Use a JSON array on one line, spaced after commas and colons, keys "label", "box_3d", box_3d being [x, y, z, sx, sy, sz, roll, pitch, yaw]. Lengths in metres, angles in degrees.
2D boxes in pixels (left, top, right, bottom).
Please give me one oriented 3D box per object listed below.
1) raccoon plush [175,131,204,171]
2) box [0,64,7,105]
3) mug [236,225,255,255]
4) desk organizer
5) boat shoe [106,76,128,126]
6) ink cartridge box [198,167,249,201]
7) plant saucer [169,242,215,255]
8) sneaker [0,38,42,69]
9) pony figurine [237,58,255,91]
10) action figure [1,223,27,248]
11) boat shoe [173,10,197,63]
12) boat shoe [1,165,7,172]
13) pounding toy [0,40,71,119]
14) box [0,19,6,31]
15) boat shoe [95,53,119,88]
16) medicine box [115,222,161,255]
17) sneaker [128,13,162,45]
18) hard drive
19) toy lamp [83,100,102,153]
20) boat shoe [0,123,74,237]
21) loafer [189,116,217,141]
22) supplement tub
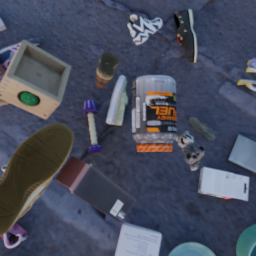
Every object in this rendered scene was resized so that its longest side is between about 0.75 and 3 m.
[{"label": "raccoon plush", "box_3d": [1.786, 0.720, 8.605, 0.621, 1.284, 0.860, -20, 53, -19]}, {"label": "box", "box_3d": [-5.541, -2.262, 11.595, 0.911, 1.218, 2.432, -37, 74, -13]}, {"label": "mug", "box_3d": [4.312, 4.147, 9.054, 2.206, 1.364, 1.813, -23, 89, 0]}, {"label": "desk organizer", "box_3d": [-0.805, 1.672, 7.456, 0.858, 2.228, 0.799, 18, 68, 44]}, {"label": "boat shoe", "box_3d": [-0.357, -1.100, 11.516, 0.661, 0.767, 2.130, 16, 79, -10]}, {"label": "ink cartridge box", "box_3d": [3.539, 2.116, 10.411, 1.712, 0.431, 0.933, 12, 70, 3]}, {"label": "plant saucer", "box_3d": [2.157, 4.886, 9.431, 1.928, 0.346, 1.928, 0, 70, -1]}, {"label": "sneaker", "box_3d": [-4.690, -3.322, 12.374, 2.124, 0.745, 0.871, -29, 109, -19]}, {"label": "pony figurine", "box_3d": [5.768, -2.157, 11.627, 1.810, 1.508, 1.748, 23, 104, 5]}, {"label": "action figure", "box_3d": [-4.311, 3.312, 9.587, 1.159, 1.288, 1.730, -36, 88, -6]}, {"label": "boat shoe", "box_3d": [2.529, -4.034, 12.401, 0.862, 1.007, 2.752, -6, 67, 3]}, {"label": "boat shoe", "box_3d": [-4.370, 1.473, 10.707, 0.907, 0.303, 0.334, -23, 71, -8]}, {"label": "pounding toy", "box_3d": [-3.191, -1.272, 8.744, 1.976, 1.526, 2.147, 27, 48, -27]}, {"label": "box", "box_3d": [-6.672, -4.766, 12.996, 1.590, 0.327, 1.240, -31, 73, -10]}, {"label": "boat shoe", "box_3d": [-0.776, -2.005, 9.589, 0.693, 0.650, 1.925, 24, 35, -9]}, {"label": "medicine box", "box_3d": [0.138, 4.300, 8.688, 1.209, 2.140, 2.350, 14, 70, 5]}, {"label": "sneaker", "box_3d": [0.523, -3.653, 9.695, 1.481, 0.591, 0.964, -46, 114, -21]}, {"label": "hard drive", "box_3d": [4.841, 1.133, 10.847, 1.682, 0.277, 1.174, 26, 72, 9]}, {"label": "toy lamp", "box_3d": [-1.425, -0.097, 11.149, 0.623, 0.623, 2.140, -9, 72, -3]}, {"label": "boat shoe", "box_3d": [-2.400, 1.139, 6.705, 1.082, 0.970, 2.923, 39, 78, -4]}, {"label": "loafer", "box_3d": [3.007, -0.021, 11.243, 1.272, 0.457, 0.400, 45, 58, 7]}, {"label": "supplement tub", "box_3d": [0.697, -0.334, 7.527, 1.195, 1.195, 1.950, -1, 86, 0]}]
